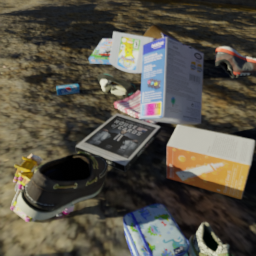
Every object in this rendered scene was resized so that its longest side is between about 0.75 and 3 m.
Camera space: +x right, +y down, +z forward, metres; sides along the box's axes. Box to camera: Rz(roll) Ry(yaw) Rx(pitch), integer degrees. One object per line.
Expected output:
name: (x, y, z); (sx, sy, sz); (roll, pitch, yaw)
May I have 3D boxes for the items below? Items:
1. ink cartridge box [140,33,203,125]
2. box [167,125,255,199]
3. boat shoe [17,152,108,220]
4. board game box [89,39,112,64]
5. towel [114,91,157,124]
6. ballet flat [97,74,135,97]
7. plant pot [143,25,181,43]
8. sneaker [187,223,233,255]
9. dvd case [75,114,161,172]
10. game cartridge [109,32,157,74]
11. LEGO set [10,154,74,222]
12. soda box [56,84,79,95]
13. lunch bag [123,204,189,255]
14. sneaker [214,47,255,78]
ink cartridge box: (1.172, -1.306, 7.311); (1.597, 2.340, 0.893); (7, -4, -42)
box: (1.853, 0.750, 6.471); (1.754, 1.091, 0.855); (12, 41, 23)
boat shoe: (-1.041, 0.961, 5.742); (0.946, 0.799, 2.653); (35, 19, 13)
board game box: (-1.018, -3.785, 13.803); (1.268, 0.307, 1.676); (8, 53, 24)
towel: (0.589, -0.729, 9.661); (1.830, 0.274, 1.339); (27, 42, 35)
ballet flat: (-0.595, -1.633, 10.799); (1.834, 0.624, 0.627); (20, 49, 29)
plant pot: (1.721, -3.192, 12.269); (2.084, 1.942, 1.942); (30, 41, 17)
sneaker: (1.525, 2.258, 4.543); (0.644, 0.742, 1.675); (-13, 35, -19)
dvd case: (-0.215, 0.319, 8.032); (1.592, 0.262, 2.118); (18, 37, 25)
game cartridge: (0.091, -2.125, 8.036); (1.589, 1.060, 0.322); (24, 26, 38)
LEGO set: (-2.171, 1.335, 6.245); (1.029, 0.832, 2.237); (18, 8, -45)
soda box: (-2.326, -1.482, 10.839); (0.843, 0.270, 0.286); (-9, 34, -13)
lunch bag: (0.468, 2.028, 5.149); (0.984, 0.505, 1.224); (-14, 34, -12)
sneaker: (2.812, -1.460, 7.055); (1.503, 0.615, 0.579); (23, -10, -2)
